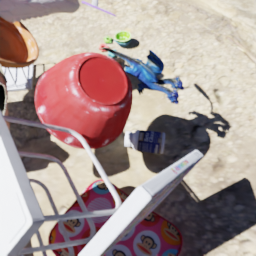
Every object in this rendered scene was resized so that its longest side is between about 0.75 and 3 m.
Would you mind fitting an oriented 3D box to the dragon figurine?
[{"bbox_3d":[0.419,-1.332,6.441,1.047,2.107,0.620,-10,43,50],"label":"dragon figurine"}]

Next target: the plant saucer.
[{"bbox_3d":[-3.698,-2.553,7.642,2.574,0.482,2.574,35,31,-25],"label":"plant saucer"}]

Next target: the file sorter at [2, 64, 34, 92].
[{"bbox_3d":[-4.464,-2.108,9.903,1.852,1.153,1.285,-7,55,-4],"label":"file sorter"}]

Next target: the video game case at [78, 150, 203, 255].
[{"bbox_3d":[0.300,1.303,4.768,0.237,1.881,2.626,44,24,17],"label":"video game case"}]

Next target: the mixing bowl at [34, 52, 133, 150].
[{"bbox_3d":[-0.722,-0.722,5.816,2.167,1.173,2.167,9,68,-25],"label":"mixing bowl"}]

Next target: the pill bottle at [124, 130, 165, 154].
[{"bbox_3d":[0.499,0.402,8.441,1.174,0.652,0.652,6,55,5],"label":"pill bottle"}]

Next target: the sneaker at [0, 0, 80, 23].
[{"bbox_3d":[-2.552,-3.148,6.897,2.806,1.129,1.072,-1,29,-36],"label":"sneaker"}]

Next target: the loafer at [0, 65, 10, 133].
[{"bbox_3d":[-2.937,-0.839,5.749,0.995,0.898,2.630,-13,76,-34],"label":"loafer"}]

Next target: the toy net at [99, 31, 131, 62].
[{"bbox_3d":[-0.651,-2.907,10.881,1.241,0.457,2.366,10,56,7],"label":"toy net"}]

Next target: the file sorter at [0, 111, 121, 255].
[{"bbox_3d":[-1.891,1.549,4.667,2.951,1.837,2.048,-50,54,18],"label":"file sorter"}]

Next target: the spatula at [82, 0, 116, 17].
[{"bbox_3d":[-0.648,-2.564,5.398,0.589,0.214,2.085,13,39,-26],"label":"spatula"}]

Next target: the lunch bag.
[{"bbox_3d":[-0.385,2.801,6.460,2.771,1.135,2.441,32,61,20],"label":"lunch bag"}]
